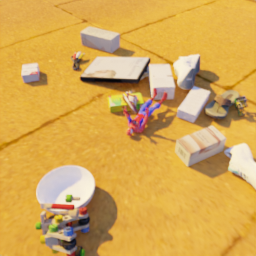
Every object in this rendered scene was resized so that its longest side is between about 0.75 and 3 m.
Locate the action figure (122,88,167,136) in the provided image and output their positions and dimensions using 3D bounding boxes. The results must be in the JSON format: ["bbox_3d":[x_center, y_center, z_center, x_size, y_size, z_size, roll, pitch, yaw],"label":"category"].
[{"bbox_3d":[0.566,-0.712,10.026,0.741,1.125,2.272,24,63,25],"label":"action figure"}]

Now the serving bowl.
[{"bbox_3d":[-1.697,1.797,7.824,1.575,0.518,1.575,-2,40,1],"label":"serving bowl"}]

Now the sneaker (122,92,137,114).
[{"bbox_3d":[0.171,-0.989,10.559,0.477,0.397,1.059,-26,58,-8],"label":"sneaker"}]

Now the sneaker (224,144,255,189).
[{"bbox_3d":[3.477,1.268,8.446,0.816,0.694,1.845,-12,36,4],"label":"sneaker"}]

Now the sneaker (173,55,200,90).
[{"bbox_3d":[2.467,-2.442,12.328,1.053,0.924,2.627,7,36,21],"label":"sneaker"}]

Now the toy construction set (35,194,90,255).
[{"bbox_3d":[-1.718,2.294,6.590,1.306,1.700,1.418,1,34,8],"label":"toy construction set"}]

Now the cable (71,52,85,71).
[{"bbox_3d":[-2.556,-3.256,13.503,0.660,0.342,1.359,5,43,5],"label":"cable"}]

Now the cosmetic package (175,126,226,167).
[{"bbox_3d":[2.341,0.572,9.108,1.450,0.633,0.749,-20,46,-21],"label":"cosmetic package"}]

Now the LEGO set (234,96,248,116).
[{"bbox_3d":[4.386,-0.848,10.688,0.459,0.609,0.792,-12,34,11],"label":"LEGO set"}]

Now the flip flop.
[{"bbox_3d":[3.696,-1.021,10.859,0.864,0.613,2.130,32,51,30],"label":"flip flop"}]

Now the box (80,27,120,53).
[{"bbox_3d":[-1.465,-4.647,14.719,1.915,0.745,0.909,22,47,22],"label":"box"}]

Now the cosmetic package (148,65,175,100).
[{"bbox_3d":[1.386,-1.977,11.871,0.931,0.678,1.831,-1,44,-2],"label":"cosmetic package"}]

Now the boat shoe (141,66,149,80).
[{"bbox_3d":[0.688,-2.531,12.682,0.422,0.367,1.144,32,53,30],"label":"boat shoe"}]

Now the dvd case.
[{"bbox_3d":[-0.559,-2.634,12.587,2.766,0.243,1.973,6,41,20],"label":"dvd case"}]

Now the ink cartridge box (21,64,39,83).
[{"bbox_3d":[-4.388,-2.480,12.614,0.683,0.396,0.947,-9,43,-10],"label":"ink cartridge box"}]

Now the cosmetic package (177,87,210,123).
[{"bbox_3d":[2.551,-0.922,10.884,0.706,0.433,1.710,22,47,22],"label":"cosmetic package"}]

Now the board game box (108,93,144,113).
[{"bbox_3d":[-0.104,-0.998,11.054,1.330,0.317,0.676,-7,43,-7],"label":"board game box"}]
